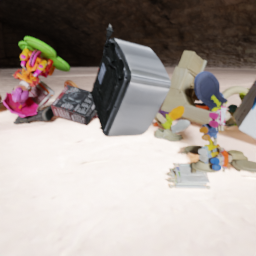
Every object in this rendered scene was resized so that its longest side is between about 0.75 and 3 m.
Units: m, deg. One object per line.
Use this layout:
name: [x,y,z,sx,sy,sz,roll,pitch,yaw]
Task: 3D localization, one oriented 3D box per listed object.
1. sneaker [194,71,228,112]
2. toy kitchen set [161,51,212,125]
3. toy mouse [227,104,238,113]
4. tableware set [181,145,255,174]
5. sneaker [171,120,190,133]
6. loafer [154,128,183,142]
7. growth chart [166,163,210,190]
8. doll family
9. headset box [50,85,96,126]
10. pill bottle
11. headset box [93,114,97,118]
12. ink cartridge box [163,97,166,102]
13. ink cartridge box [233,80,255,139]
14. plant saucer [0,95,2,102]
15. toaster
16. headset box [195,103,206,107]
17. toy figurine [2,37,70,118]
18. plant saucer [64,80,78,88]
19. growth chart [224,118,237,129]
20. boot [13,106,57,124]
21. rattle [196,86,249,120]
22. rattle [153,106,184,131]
sneaker: [2.716,-1.327,9.762,2.280,0.843,0.938,38,18,-53]
toy kitchen set: [2.991,-1.312,10.709,2.188,2.425,1.978,24,4,44]
toy mouse: [5.003,-0.742,12.141,1.987,0.433,2.236,-4,16,-17]
tableware set: [2.296,0.792,6.904,1.946,0.226,1.625,5,14,7]
sneaker: [1.670,-0.059,8.610,0.345,0.328,0.858,-3,-11,-25]
loafer: [1.281,0.218,8.961,0.993,0.339,0.376,9,18,28]
growth chart: [1.367,1.062,6.336,0.978,0.120,1.351,3,16,11]
doll family: [1.953,0.230,6.442,0.704,1.561,0.969,1,8,38]
headset box: [-2.075,-0.921,10.932,1.673,0.646,1.245,16,54,17]
pill bottle: [-3.865,-1.204,11.800,1.448,0.827,0.827,-46,24,-2]
headset box: [-0.742,-0.948,12.209,2.194,0.847,1.633,2,15,10]
ink cartridge box: [0.805,-1.727,13.458,2.413,0.529,2.436,11,-10,-36]
ink cartridge box: [4.224,-0.453,8.438,1.401,1.426,1.937,29,22,6]
plant saucer: [-6.933,-0.962,12.347,2.619,0.423,2.619,-6,25,3]
toaster: [-0.072,-1.436,9.263,1.635,2.755,2.491,4,41,-26]
headset box: [3.250,-0.807,12.285,0.927,0.481,1.246,-1,13,-7]
toy figurine: [-3.533,-1.594,10.076,2.034,2.494,2.710,24,-7,-8]
plant saucer: [-2.484,-1.532,13.058,0.243,1.507,1.507,-32,30,-28]
growth chart: [3.667,-0.264,10.521,0.691,0.085,0.956,-17,35,-11]
boot: [-3.608,-0.561,11.203,1.460,0.581,1.677,-8,15,15]
rattle: [3.857,-0.637,10.827,2.315,1.507,1.654,-7,45,0]
rattle: [1.310,-0.414,9.812,0.874,0.959,1.343,29,-1,2]
